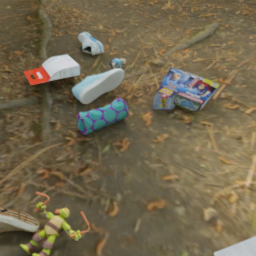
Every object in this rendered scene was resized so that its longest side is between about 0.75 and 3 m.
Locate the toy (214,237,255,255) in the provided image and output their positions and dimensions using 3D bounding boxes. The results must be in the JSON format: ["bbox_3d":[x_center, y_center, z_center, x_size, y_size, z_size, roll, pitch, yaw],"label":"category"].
[{"bbox_3d":[3.238,3.326,6.816,2.039,0.481,1.174,-13,48,-14],"label":"toy"}]

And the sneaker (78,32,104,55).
[{"bbox_3d":[-2.187,-4.437,14.869,0.861,0.745,1.988,-34,53,-24],"label":"sneaker"}]

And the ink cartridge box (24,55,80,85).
[{"bbox_3d":[-3.477,-2.675,12.638,2.182,0.623,1.774,-13,34,-25],"label":"ink cartridge box"}]

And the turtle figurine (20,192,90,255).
[{"bbox_3d":[-2.090,2.653,7.435,1.887,0.608,1.522,29,58,16],"label":"turtle figurine"}]

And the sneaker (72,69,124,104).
[{"bbox_3d":[-1.319,-2.035,12.139,2.544,0.941,1.043,-34,58,-31],"label":"sneaker"}]

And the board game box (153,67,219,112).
[{"bbox_3d":[2.176,-1.402,11.625,2.345,0.723,2.343,27,51,26],"label":"board game box"}]

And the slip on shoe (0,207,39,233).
[{"bbox_3d":[-3.328,2.562,7.603,1.839,0.699,0.557,16,86,4],"label":"slip on shoe"}]

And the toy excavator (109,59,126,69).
[{"bbox_3d":[-0.443,-3.182,13.678,0.419,0.816,0.839,24,77,24],"label":"toy excavator"}]

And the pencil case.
[{"bbox_3d":[-0.966,-0.470,10.570,1.903,0.810,0.879,-22,73,-23],"label":"pencil case"}]
